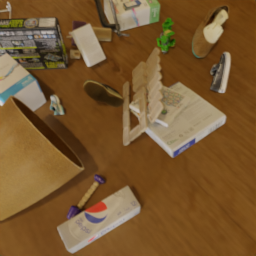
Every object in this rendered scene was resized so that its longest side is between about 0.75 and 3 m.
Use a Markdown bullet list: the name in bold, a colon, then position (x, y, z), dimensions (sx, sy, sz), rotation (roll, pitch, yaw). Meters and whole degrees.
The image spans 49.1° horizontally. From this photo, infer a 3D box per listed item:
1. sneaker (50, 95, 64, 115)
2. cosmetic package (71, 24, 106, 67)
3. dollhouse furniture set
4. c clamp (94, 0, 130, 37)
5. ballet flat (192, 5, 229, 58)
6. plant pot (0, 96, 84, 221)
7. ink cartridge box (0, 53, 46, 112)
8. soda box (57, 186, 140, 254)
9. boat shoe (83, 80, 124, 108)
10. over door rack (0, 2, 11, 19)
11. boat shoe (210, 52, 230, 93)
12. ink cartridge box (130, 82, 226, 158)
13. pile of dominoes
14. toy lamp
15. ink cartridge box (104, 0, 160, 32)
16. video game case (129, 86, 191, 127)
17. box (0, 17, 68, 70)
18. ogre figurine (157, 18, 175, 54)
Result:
- **sneaker**: position (-2.525, -0.793, 9.609), dimensions (0.368, 0.331, 0.853), rotation (-19, 60, -28)
- **cosmetic package**: position (-1.472, -3.042, 10.402), dimensions (0.692, 0.486, 1.365), rotation (-31, 109, -17)
- **dollhouse furniture set**: position (-1.604, -3.476, 11.316), dimensions (1.715, 1.359, 1.217), rotation (-5, 15, -28)
- **c clamp**: position (-0.694, -4.550, 10.920), dimensions (0.277, 2.043, 1.745), rotation (-32, 28, -26)
- **ballet flat**: position (3.352, -3.931, 10.992), dimensions (0.933, 0.995, 2.750), rotation (40, 61, -15)
- **plant pot**: position (-3.191, 1.111, 7.449), dimensions (2.943, 2.742, 2.742), rotation (-43, 68, -7)
- **ink cartridge box**: position (-3.906, -1.348, 9.433), dimensions (1.703, 1.249, 1.244), rotation (40, 68, 19)
- **soda box**: position (-0.743, 2.464, 7.556), dimensions (2.159, 0.737, 0.685), rotation (-28, 64, -14)
- **boat shoe**: position (-0.853, -1.187, 9.399), dimensions (0.594, 1.624, 0.526), rotation (-43, 43, 21)
- **over door rack**: position (-5.516, -4.700, 11.788), dimensions (1.144, 0.516, 1.548), rotation (-13, 61, -7)
- **boat shoe**: position (3.324, -2.082, 10.262), dimensions (0.596, 0.631, 1.760), rotation (13, 68, 6)
- **ink cartridge box**: position (1.587, -0.364, 9.241), dimensions (2.203, 0.486, 2.244), rotation (-31, 50, -16)
- **pile of dominoes**: position (0.549, -0.976, 8.975), dimensions (0.429, 2.098, 2.692), rotation (17, 55, -28)
- **toy lamp**: position (-1.206, 2.014, 8.008), dimensions (0.420, 0.420, 1.442), rotation (30, 65, 16)
- **ink cartridge box**: position (0.120, -5.003, 11.747), dimensions (2.007, 0.878, 1.458), rotation (-19, 62, -8)
- **video game case**: position (1.059, -0.826, 9.305), dimensions (1.550, 0.184, 1.411), rotation (29, 60, 28)
- **box**: position (-3.536, -2.895, 9.906), dimensions (2.473, 1.981, 0.547), rotation (-3, 61, -1)
- **ogre figurine**: position (1.478, -3.530, 10.850), dimensions (0.707, 0.864, 1.442), rotation (-7, 53, -4)
